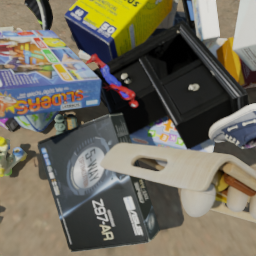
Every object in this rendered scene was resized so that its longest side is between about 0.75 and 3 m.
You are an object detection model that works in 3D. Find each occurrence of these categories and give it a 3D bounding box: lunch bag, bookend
[{"bbox_3d":[-2.679,-1.085,8.528,0.907,1.769,2.200,14,57,30],"label":"lunch bag"},{"bbox_3d":[0.711,-0.624,6.270,2.728,1.256,2.711,-27,50,8],"label":"bookend"}]

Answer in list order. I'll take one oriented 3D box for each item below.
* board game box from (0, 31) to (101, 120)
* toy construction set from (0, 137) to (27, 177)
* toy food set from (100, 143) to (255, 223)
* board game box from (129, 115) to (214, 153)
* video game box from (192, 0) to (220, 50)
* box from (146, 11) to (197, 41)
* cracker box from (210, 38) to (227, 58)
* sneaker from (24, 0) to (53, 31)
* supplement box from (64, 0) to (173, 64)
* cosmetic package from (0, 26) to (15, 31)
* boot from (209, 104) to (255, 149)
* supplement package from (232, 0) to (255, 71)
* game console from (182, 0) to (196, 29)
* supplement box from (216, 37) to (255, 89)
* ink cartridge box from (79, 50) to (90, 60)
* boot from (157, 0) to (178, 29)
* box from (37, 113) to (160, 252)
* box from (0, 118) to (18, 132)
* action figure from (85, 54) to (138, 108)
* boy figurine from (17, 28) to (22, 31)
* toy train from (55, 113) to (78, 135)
[{"bbox_3d":[-1.911,-1.139,5.067,1.896,0.483,2.801,-10,37,-27],"label":"board game box"},{"bbox_3d":[-4.057,1.399,7.287,1.762,1.238,2.687,13,47,8],"label":"toy construction set"},{"bbox_3d":[1.139,1.029,4.424,1.936,2.699,0.815,2,68,50],"label":"toy food set"},{"bbox_3d":[1.403,-0.600,7.622,2.138,0.517,2.827,14,60,12],"label":"board game box"},{"bbox_3d":[1.887,-2.995,7.017,0.429,1.669,1.832,-8,95,13],"label":"video game box"},{"bbox_3d":[1.389,-3.348,10.083,2.037,1.091,1.512,25,61,34],"label":"box"},{"bbox_3d":[3.187,-2.804,10.398,1.665,0.480,1.115,8,58,4],"label":"cracker box"},{"bbox_3d":[-2.005,-2.695,6.146,0.470,1.136,0.407,4,40,10],"label":"sneaker"},{"bbox_3d":[-0.125,-3.013,7.272,1.417,1.426,2.604,35,78,15],"label":"supplement box"},{"bbox_3d":[-4.960,-3.702,11.092,0.894,0.327,0.463,-10,57,-5],"label":"cosmetic package"},{"bbox_3d":[1.973,0.131,5.141,0.497,1.366,0.617,12,62,-15],"label":"boot"},{"bbox_3d":[3.110,-2.069,5.797,1.367,1.005,1.307,-2,69,47],"label":"supplement package"},{"bbox_3d":[1.686,-3.676,7.852,0.213,1.768,1.043,-3,16,47],"label":"game console"},{"bbox_3d":[4.018,-2.157,9.307,1.571,1.043,1.550,-10,84,-7],"label":"supplement box"},{"bbox_3d":[-1.074,-2.968,10.637,1.257,0.281,1.107,17,59,10],"label":"ink cartridge box"},{"bbox_3d":[1.043,-4.128,8.362,1.143,2.391,0.879,11,49,11],"label":"boot"},{"bbox_3d":[-0.627,1.094,5.407,1.859,0.505,2.321,-18,88,27],"label":"box"},{"bbox_3d":[-4.346,-1.312,9.289,2.793,0.504,1.997,26,60,12],"label":"box"},{"bbox_3d":[-0.285,-0.882,5.633,1.351,0.442,0.349,41,80,-20],"label":"action figure"},{"bbox_3d":[-2.407,-1.444,6.815,2.828,0.911,1.758,11,91,-12],"label":"boy figurine"},{"bbox_3d":[-1.847,0.073,8.530,0.703,0.526,1.234,-4,54,-18],"label":"toy train"}]
